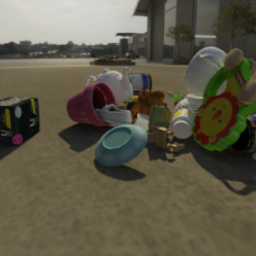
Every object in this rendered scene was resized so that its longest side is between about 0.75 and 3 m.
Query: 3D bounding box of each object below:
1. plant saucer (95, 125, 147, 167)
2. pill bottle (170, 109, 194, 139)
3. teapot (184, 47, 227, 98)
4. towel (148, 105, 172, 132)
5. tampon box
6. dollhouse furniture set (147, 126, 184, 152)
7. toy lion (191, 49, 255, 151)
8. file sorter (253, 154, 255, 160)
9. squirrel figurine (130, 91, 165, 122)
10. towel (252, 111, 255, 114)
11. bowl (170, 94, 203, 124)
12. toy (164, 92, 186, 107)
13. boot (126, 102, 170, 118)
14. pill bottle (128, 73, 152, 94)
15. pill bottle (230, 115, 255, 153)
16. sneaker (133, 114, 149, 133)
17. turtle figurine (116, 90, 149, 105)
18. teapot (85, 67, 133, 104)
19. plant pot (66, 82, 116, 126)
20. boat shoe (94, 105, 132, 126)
[{"bbox_3d":[-0.281,0.402,8.433,1.732,0.333,1.732,-16,37,13],"label":"plant saucer"},{"bbox_3d":[2.089,-0.137,10.693,0.882,0.882,1.614,4,18,15],"label":"pill bottle"},{"bbox_3d":[3.502,-2.106,11.423,2.270,2.240,1.658,-22,48,-37],"label":"teapot"},{"bbox_3d":[1.176,-0.324,10.373,1.208,0.897,0.220,11,1,-45],"label":"towel"},{"bbox_3d":[-4.229,-0.324,10.409,1.174,1.394,1.860,2,17,7],"label":"tampon box"},{"bbox_3d":[1.291,0.308,9.583,0.577,0.676,1.303,-15,22,-37],"label":"dollhouse furniture set"},{"bbox_3d":[3.173,-0.761,9.274,0.998,2.786,2.907,26,41,-23],"label":"toy lion"},{"bbox_3d":[4.846,0.529,7.626,1.516,1.360,2.184,-4,16,-16],"label":"file sorter"},{"bbox_3d":[1.033,-0.814,11.780,1.486,1.592,1.127,20,13,39],"label":"squirrel figurine"},{"bbox_3d":[5.276,-1.059,14.568,2.583,0.471,1.916,-2,17,-10],"label":"towel"},{"bbox_3d":[3.145,-0.808,12.389,2.608,1.224,2.608,0,18,0],"label":"bowl"},{"bbox_3d":[2.779,-1.245,14.464,1.384,0.568,2.404,19,-2,27],"label":"toy"},{"bbox_3d":[0.967,-1.029,13.829,2.277,0.788,1.982,9,19,-8],"label":"boot"},{"bbox_3d":[0.278,-3.087,19.728,2.563,1.434,1.434,-6,17,-18],"label":"pill bottle"},{"bbox_3d":[4.498,0.144,9.192,2.137,1.195,1.195,-4,17,-15],"label":"pill bottle"},{"bbox_3d":[0.482,0.055,10.592,0.611,0.644,1.599,17,27,5],"label":"sneaker"},{"bbox_3d":[0.417,-1.588,15.969,2.144,0.690,1.729,-20,12,-9],"label":"turtle figurine"},{"bbox_3d":[-1.047,-2.246,15.154,2.537,1.853,2.504,-16,11,-3],"label":"teapot"},{"bbox_3d":[-1.660,-0.917,12.115,1.650,1.843,1.843,-8,10,31],"label":"plant pot"},{"bbox_3d":[-0.686,-0.615,11.589,2.230,0.729,0.820,15,22,39],"label":"boat shoe"}]
